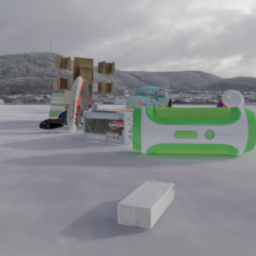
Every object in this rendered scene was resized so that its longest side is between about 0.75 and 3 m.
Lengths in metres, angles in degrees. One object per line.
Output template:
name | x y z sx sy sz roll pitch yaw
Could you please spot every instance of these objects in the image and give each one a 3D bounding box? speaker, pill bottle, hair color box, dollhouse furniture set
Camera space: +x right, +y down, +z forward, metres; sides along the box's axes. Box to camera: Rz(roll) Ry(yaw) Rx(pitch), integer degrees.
speaker | 1.241 0.045 5.569 2.283 1.009 1.009 0 6 5
pill bottle | 3.749 -0.724 10.616 0.795 0.795 1.413 0 -31 -3
hair color box | 0.078 -0.128 7.977 1.310 0.803 2.647 4 8 32
dollhouse furniture set | -1.791 -1.033 11.472 1.606 1.048 1.516 1 50 -14
dollhouse furniture set | -2.093 -1.681 12.623 2.484 2.834 1.883 1 3 -21

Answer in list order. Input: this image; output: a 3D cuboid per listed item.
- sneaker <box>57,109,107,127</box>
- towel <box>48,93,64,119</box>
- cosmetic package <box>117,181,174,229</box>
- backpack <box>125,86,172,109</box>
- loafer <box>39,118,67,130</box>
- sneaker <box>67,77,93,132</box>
sneaker | -1.481 -0.363 10.448 2.205 0.773 1.196 1 3 -20
towel | -3.385 -1.027 13.745 1.100 1.443 0.169 2 -11 20
cosmetic package | 0.201 0.723 2.743 0.321 0.197 0.778 3 7 24
backpack | 1.108 -1.484 16.549 2.562 1.929 2.275 -7 7 -15
loafer | -2.457 -0.105 9.029 0.958 0.344 0.302 -10 31 10
sneaker | -1.546 -0.781 9.561 0.800 1.954 0.753 16 -17 -29
